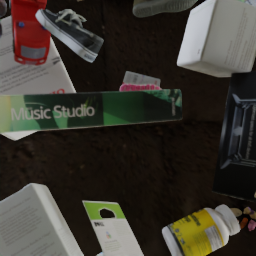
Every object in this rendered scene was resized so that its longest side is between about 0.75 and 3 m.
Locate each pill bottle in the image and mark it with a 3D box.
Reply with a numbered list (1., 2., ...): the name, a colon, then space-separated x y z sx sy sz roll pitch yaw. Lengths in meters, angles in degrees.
1. pill bottle: 1.762 2.540 6.790 1.683 0.946 0.946 -24 77 -7

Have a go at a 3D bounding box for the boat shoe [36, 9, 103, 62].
1. boat shoe: -0.899 -1.552 4.294 1.342 0.496 0.458 44 107 28

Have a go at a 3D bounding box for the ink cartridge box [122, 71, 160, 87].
1. ink cartridge box: 0.340 -1.099 8.003 1.012 0.419 0.737 15 76 4

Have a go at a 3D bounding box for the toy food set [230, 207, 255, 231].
1. toy food set: 3.004 2.363 7.247 0.936 0.147 0.595 -7 76 -2

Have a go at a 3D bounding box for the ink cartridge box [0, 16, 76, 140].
1. ink cartridge box: -2.817 -1.442 7.665 2.136 1.233 2.936 -24 77 -6

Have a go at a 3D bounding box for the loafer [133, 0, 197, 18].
1. loafer: 1.132 -4.003 8.570 2.086 0.784 0.726 -10 80 -2

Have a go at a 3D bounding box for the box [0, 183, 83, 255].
1. box: -2.330 2.771 6.565 1.787 1.248 2.347 -30 77 -7

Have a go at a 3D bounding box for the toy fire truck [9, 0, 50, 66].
1. toy fire truck: -1.714 -2.672 4.919 0.658 1.904 2.701 -3 81 -24

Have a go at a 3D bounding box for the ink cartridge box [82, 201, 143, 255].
1. ink cartridge box: -0.349 2.307 5.050 0.692 1.350 1.827 -37 61 14

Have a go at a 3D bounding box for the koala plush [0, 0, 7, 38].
1. koala plush: -3.163 -1.882 5.600 1.737 1.596 1.540 -12 55 32

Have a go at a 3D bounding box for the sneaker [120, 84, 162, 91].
1. sneaker: 0.308 -0.844 6.672 1.111 0.486 0.410 5 95 -14

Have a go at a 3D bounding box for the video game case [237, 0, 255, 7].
1. video game case: 2.691 -2.674 6.587 1.536 0.134 1.098 -30 64 20

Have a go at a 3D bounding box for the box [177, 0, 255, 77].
1. box: 1.867 -1.815 5.829 1.116 1.296 1.303 12 97 -12

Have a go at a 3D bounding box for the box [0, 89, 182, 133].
1. box: -0.870 -0.263 4.534 2.854 2.060 0.519 -6 93 -16

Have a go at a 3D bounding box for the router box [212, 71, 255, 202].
1. router box: 2.557 0.161 4.755 1.812 0.602 2.304 5 80 44
